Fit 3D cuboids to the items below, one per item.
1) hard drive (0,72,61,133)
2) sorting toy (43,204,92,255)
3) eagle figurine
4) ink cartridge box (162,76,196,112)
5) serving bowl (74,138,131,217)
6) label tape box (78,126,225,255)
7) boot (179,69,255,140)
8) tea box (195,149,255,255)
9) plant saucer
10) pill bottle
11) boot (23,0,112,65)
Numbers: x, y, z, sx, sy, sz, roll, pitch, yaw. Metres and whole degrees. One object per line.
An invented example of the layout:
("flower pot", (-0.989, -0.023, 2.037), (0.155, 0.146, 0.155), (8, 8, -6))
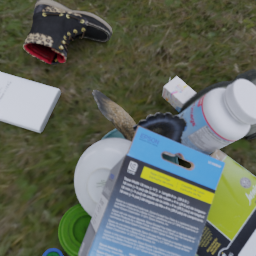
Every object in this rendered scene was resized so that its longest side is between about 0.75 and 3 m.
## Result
("hard drive", (-3.542, -0.869, 8.935), (2.335, 0.312, 1.540), (16, 67, 7))
("sorting toy", (-1.189, 3.334, 6.755), (1.696, 1.159, 2.822), (6, 50, -9))
("eagle figurine", (0.280, 0.336, 6.851), (2.033, 2.679, 2.022), (-6, 30, -4))
("ink cartridge box", (1.548, -1.093, 8.868), (0.601, 0.617, 0.959), (-39, 71, -15))
("serving bowl", (-0.409, 1.309, 6.514), (2.101, 0.691, 2.101), (1, 94, 20))
("label tape box", (0.465, 1.602, 5.498), (1.970, 0.865, 2.732), (23, 81, -11))
("boot", (3.216, -0.465, 8.447), (2.930, 0.992, 1.914), (-23, 74, -9))
("tea box", (2.253, 2.234, 6.880), (2.295, 1.559, 2.333), (40, 72, 16))
("plant saucer", (0.186, 1.089, 8.008), (2.428, 0.436, 2.428), (0, 66, 1))
("pill bottle", (2.182, -0.139, 7.261), (1.372, 2.523, 1.372), (14, 59, -24))
("boot", (-1.938, -2.959, 9.158), (2.670, 0.977, 2.010), (19, 59, -17))
